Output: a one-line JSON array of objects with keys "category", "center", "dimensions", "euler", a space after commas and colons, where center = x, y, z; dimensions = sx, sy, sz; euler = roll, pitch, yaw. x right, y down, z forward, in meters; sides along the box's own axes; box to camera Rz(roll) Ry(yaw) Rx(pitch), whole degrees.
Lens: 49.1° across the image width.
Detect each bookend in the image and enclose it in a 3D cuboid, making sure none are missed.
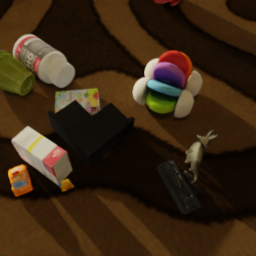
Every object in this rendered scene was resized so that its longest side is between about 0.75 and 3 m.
[{"category": "bookend", "center": [-1.329, -0.189, 10.166], "dimensions": [2.193, 1.017, 2.207], "euler": [-40, 74, -23]}]

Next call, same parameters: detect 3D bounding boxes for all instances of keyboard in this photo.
[{"category": "keyboard", "center": [1.778, 1.847, 9.410], "dimensions": [0.983, 0.374, 1.889], "euler": [-22, 60, -14]}]

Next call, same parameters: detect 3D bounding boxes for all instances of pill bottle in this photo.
[{"category": "pill bottle", "center": [-3.515, -2.766, 11.848], "dimensions": [2.564, 1.419, 1.419], "euler": [35, 63, 21]}]

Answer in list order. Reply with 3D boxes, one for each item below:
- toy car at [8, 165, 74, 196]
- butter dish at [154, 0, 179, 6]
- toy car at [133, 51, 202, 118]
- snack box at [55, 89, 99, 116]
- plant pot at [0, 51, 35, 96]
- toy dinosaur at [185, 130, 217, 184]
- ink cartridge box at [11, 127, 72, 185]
[{"category": "toy car", "center": [-2.974, 1.589, 9.362], "dimensions": [2.184, 0.727, 1.071], "euler": [-6, 57, -3]}, {"category": "butter dish", "center": [2.233, -7.314, 14.965], "dimensions": [2.051, 1.520, 2.056], "euler": [-40, 22, -30]}, {"category": "toy car", "center": [1.605, -1.867, 10.894], "dimensions": [2.356, 2.019, 2.692], "euler": [22, 59, 14]}, {"category": "snack box", "center": [-2.019, -0.929, 11.204], "dimensions": [1.702, 0.451, 1.211], "euler": [-5, 56, -3]}, {"category": "plant pot", "center": [-4.736, -2.101, 11.508], "dimensions": [1.493, 1.551, 1.551], "euler": [30, 60, 4]}, {"category": "toy dinosaur", "center": [2.311, 0.950, 9.637], "dimensions": [0.739, 0.982, 1.919], "euler": [25, 59, 16]}, {"category": "ink cartridge box", "center": [-2.871, 0.933, 9.441], "dimensions": [1.791, 1.300, 0.747], "euler": [30, 59, 18]}]
